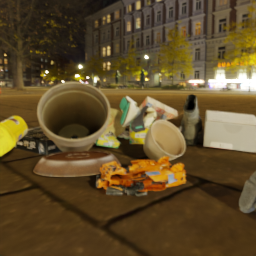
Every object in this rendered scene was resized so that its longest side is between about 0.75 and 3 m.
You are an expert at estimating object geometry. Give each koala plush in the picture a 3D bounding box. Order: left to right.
[{"bbox_3d":[3.114,1.359,5.737,1.181,1.085,1.047,8,6,-26],"label":"koala plush"}]

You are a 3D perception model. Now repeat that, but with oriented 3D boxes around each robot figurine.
[{"bbox_3d":[0.247,1.211,7.222,2.204,0.641,1.598,-4,9,-19],"label":"robot figurine"}]

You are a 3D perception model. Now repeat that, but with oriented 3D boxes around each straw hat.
[{"bbox_3d":[-1.273,-0.553,12.979,2.437,1.031,2.437,-6,43,6],"label":"straw hat"}]

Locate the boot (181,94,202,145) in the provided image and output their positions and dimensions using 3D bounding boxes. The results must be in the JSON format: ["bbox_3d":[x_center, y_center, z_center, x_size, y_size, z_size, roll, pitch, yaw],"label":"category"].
[{"bbox_3d":[2.840,-0.644,12.320,0.965,1.862,2.850,4,27,13],"label":"boot"}]

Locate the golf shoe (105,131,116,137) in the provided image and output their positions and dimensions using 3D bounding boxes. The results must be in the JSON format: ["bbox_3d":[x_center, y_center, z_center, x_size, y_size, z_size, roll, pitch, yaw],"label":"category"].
[{"bbox_3d":[-0.903,0.435,11.693,0.322,0.391,0.827,-29,9,45],"label":"golf shoe"}]

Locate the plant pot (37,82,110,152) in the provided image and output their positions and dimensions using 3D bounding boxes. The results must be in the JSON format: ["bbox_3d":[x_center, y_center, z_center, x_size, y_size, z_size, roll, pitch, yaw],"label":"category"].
[{"bbox_3d":[-1.848,-0.091,9.675,2.302,2.302,1.997,-2,-30,-12],"label":"plant pot"}]

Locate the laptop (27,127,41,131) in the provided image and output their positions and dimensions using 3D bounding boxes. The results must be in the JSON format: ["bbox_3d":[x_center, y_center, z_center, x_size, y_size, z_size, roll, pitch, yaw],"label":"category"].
[{"bbox_3d":[-3.797,-0.633,14.819,2.601,1.610,2.778,4,11,24],"label":"laptop"}]

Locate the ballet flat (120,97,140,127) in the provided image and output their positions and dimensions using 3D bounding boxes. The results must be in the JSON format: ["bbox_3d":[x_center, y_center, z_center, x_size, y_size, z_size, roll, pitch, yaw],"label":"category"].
[{"bbox_3d":[0.169,-0.749,13.091,1.010,1.010,2.910,-1,22,-3],"label":"ballet flat"}]

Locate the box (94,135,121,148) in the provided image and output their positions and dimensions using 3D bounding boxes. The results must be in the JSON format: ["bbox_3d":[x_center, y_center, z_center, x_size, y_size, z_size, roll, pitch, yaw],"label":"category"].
[{"bbox_3d":[-0.845,0.499,10.970,1.115,0.270,0.654,9,20,-34],"label":"box"}]

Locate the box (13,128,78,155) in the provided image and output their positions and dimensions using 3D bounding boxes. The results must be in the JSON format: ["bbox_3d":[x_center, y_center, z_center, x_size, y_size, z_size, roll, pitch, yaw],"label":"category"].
[{"bbox_3d":[-3.415,0.485,11.556,2.466,0.537,1.976,7,12,33],"label":"box"}]

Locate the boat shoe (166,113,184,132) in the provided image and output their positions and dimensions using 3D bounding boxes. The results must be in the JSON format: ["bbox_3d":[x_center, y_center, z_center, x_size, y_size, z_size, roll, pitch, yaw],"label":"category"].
[{"bbox_3d":[2.374,-0.053,13.943,2.166,0.749,0.798,-24,46,-35],"label":"boat shoe"}]

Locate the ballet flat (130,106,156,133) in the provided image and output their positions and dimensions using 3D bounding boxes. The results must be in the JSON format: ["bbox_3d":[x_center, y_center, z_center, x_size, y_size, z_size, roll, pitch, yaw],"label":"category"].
[{"bbox_3d":[0.782,-0.400,11.699,0.778,0.778,2.130,4,26,22],"label":"ballet flat"}]

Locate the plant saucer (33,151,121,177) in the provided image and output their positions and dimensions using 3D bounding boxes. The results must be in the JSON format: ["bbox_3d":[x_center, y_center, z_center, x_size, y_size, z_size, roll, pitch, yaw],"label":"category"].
[{"bbox_3d":[-1.484,0.990,8.308,2.527,0.405,2.527,-1,4,0],"label":"plant saucer"}]

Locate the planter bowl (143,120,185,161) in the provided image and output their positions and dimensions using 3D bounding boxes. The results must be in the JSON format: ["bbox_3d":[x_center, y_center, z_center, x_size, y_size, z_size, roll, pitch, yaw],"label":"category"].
[{"bbox_3d":[1.064,0.540,9.200,1.350,1.350,0.909,-9,-26,-41],"label":"planter bowl"}]

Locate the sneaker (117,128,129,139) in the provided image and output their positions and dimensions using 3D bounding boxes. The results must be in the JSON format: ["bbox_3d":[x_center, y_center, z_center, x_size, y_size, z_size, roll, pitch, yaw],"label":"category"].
[{"bbox_3d":[-0.196,0.177,13.147,0.844,0.591,0.328,10,14,44],"label":"sneaker"}]

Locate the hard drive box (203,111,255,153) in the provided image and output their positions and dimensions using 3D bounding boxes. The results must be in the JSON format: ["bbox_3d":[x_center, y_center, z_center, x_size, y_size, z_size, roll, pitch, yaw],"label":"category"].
[{"bbox_3d":[4.348,0.058,11.882,2.181,1.075,2.799,7,12,15],"label":"hard drive box"}]

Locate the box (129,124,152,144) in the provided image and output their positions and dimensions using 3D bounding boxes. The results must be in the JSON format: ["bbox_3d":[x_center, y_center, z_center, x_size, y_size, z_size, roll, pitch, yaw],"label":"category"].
[{"bbox_3d":[0.739,0.238,12.350,1.225,0.747,1.180,1,10,9],"label":"box"}]

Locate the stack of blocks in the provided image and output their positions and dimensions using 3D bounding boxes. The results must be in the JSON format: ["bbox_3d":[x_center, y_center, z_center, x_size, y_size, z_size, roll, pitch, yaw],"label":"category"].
[{"bbox_3d":[1.516,-0.728,14.611,1.867,1.075,0.547,24,36,-20],"label":"stack of blocks"}]

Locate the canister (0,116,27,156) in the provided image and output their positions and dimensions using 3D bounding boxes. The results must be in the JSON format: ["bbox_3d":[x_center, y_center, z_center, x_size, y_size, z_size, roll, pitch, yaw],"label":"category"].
[{"bbox_3d":[-4.496,0.380,9.651,1.662,0.969,2.238,-31,13,0],"label":"canister"}]

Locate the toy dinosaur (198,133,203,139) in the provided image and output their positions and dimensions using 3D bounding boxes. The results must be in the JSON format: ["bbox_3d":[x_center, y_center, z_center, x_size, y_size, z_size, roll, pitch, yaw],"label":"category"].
[{"bbox_3d":[3.101,0.189,13.181,0.746,0.402,1.692,35,39,14],"label":"toy dinosaur"}]
